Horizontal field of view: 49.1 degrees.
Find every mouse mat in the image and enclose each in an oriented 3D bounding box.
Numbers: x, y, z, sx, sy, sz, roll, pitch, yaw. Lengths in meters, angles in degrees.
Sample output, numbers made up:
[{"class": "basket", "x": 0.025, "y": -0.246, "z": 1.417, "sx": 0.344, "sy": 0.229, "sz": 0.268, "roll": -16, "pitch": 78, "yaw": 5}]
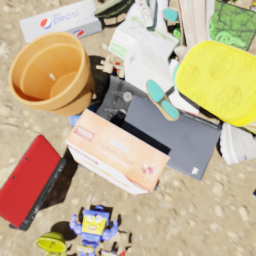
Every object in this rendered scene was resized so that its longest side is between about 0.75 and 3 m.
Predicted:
[{"class": "mouse mat", "x": 2.483, "y": -2.735, "z": 8.229, "sx": 2.294, "sy": 0.086, "sz": 1.846, "roll": 19, "pitch": 112, "yaw": 4}]

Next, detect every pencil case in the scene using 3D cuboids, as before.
[{"class": "pencil case", "x": 0.687, "y": -3.917, "z": 8.342, "sx": 1.308, "sy": 1.199, "sz": 2.884, "roll": 8, "pitch": 80, "yaw": -10}]

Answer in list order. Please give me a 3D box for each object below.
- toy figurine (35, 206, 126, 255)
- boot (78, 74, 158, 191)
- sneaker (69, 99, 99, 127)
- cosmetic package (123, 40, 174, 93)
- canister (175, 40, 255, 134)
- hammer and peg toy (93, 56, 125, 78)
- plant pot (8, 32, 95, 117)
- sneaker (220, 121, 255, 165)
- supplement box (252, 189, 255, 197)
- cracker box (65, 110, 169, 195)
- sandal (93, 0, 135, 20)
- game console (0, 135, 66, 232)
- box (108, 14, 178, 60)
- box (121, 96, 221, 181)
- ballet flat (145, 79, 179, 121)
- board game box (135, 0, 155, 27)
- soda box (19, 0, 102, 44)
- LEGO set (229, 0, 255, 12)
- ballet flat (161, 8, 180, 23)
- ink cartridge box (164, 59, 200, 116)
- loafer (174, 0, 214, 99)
[{"class": "toy figurine", "x": -1.069, "y": 2.734, "z": 7.404, "sx": 2.271, "sy": 1.198, "sz": 1.360, "roll": 6, "pitch": 50, "yaw": 9}, {"class": "boot", "x": 0.123, "y": 0.101, "z": 7.662, "sx": 2.275, "sy": 0.906, "sz": 2.760, "roll": 19, "pitch": 83, "yaw": 0}, {"class": "sneaker", "x": -1.228, "y": -0.427, "z": 7.663, "sx": 0.566, "sy": 1.441, "sz": 0.643, "roll": 13, "pitch": 116, "yaw": 16}, {"class": "cosmetic package", "x": 0.416, "y": -1.229, "z": 5.933, "sx": 0.885, "sy": 0.544, "sz": 0.882, "roll": 25, "pitch": 40, "yaw": -29}, {"class": "canister", "x": 2.407, "y": -0.510, "z": 5.430, "sx": 2.541, "sy": 1.887, "sz": 1.100, "roll": 20, "pitch": 107, "yaw": -36}, {"class": "hammer and peg toy", "x": -0.244, "y": -1.405, "z": 6.478, "sx": 0.810, "sy": 1.102, "sz": 0.388, "roll": 26, "pitch": 102, "yaw": 39}, {"class": "plant pot", "x": -1.542, "y": -1.063, "z": 6.341, "sx": 1.779, "sy": 1.245, "sz": 1.779, "roll": -7, "pitch": 67, "yaw": 16}, {"class": "sneaker", "x": 3.029, "y": -0.173, "z": 7.387, "sx": 1.015, "sy": 0.925, "sz": 2.475, "roll": -7, "pitch": 56, "yaw": 28}, {"class": "supplement box", "x": 4.585, "y": 2.012, "z": 7.305, "sx": 2.029, "sy": 1.105, "sz": 1.111, "roll": 40, "pitch": 82, "yaw": 7}, {"class": "cracker box", "x": -0.304, "y": 0.670, "z": 5.864, "sx": 1.688, "sy": 2.520, "sz": 0.727, "roll": 30, "pitch": 74, "yaw": 2}, {"class": "sandal", "x": -0.139, "y": -3.603, "z": 7.507, "sx": 1.947, "sy": 0.773, "sz": 0.556, "roll": -33, "pitch": 81, "yaw": 23}, {"class": "game console", "x": -2.376, "y": 1.278, "z": 6.466, "sx": 1.100, "sy": 1.597, "sz": 1.853, "roll": 41, "pitch": 55, "yaw": -23}, {"class": "box", "x": 0.422, "y": -2.121, "z": 7.131, "sx": 1.402, "sy": 0.678, "sz": 1.237, "roll": 30, "pitch": 43, "yaw": 0}, {"class": "box", "x": 1.093, "y": 0.142, "z": 6.758, "sx": 1.998, "sy": 2.032, "sz": 1.193, "roll": 24, "pitch": 101, "yaw": 15}, {"class": "ballet flat", "x": 0.609, "y": -0.510, "z": 5.449, "sx": 0.324, "sy": 0.298, "sz": 0.945, "roll": -36, "pitch": 91, "yaw": -18}, {"class": "board game box", "x": 0.429, "y": -3.077, "z": 6.543, "sx": 0.208, "sy": 0.758, "sz": 1.201, "roll": -4, "pitch": 58, "yaw": 20}, {"class": "soda box", "x": -1.981, "y": -3.051, "z": 8.422, "sx": 2.268, "sy": 0.719, "sz": 0.774, "roll": -20, "pitch": 80, "yaw": -4}, {"class": "LEGO set", "x": 3.043, "y": -4.322, "z": 8.178, "sx": 2.845, "sy": 1.649, "sz": 2.188, "roll": 23, "pitch": 81, "yaw": 4}, {"class": "ballet flat", "x": 1.305, "y": -3.006, "z": 7.548, "sx": 0.956, "sy": 0.332, "sz": 0.332, "roll": 16, "pitch": 79, "yaw": -18}, {"class": "ink cartridge box", "x": 1.199, "y": -0.829, "z": 7.811, "sx": 1.651, "sy": 0.514, "sz": 2.052, "roll": 20, "pitch": 85, "yaw": 19}, {"class": "loafer", "x": 1.469, "y": -2.144, "z": 6.783, "sx": 0.933, "sy": 1.067, "sz": 2.969, "roll": -2, "pitch": 103, "yaw": -6}]
